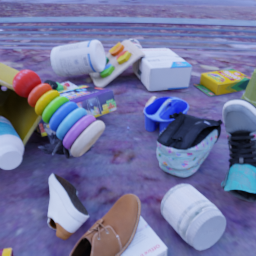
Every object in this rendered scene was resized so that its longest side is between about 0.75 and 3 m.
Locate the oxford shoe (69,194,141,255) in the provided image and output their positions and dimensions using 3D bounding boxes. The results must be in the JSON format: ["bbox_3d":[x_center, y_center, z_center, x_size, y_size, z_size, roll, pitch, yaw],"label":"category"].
[{"bbox_3d":[-0.451,2.090,5.400,0.769,0.769,2.157,12,51,36],"label":"oxford shoe"}]

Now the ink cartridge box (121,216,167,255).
[{"bbox_3d":[0.040,2.445,5.940,0.978,0.567,1.325,-20,39,-25],"label":"ink cartridge box"}]

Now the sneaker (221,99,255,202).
[{"bbox_3d":[2.814,0.791,6.845,1.140,2.727,1.647,-9,30,43],"label":"sneaker"}]

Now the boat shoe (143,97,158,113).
[{"bbox_3d":[0.858,-0.897,11.182,0.832,0.307,0.288,-51,39,-3],"label":"boat shoe"}]

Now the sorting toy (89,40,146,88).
[{"bbox_3d":[-0.743,-3.351,14.060,2.789,0.509,2.581,-34,37,3],"label":"sorting toy"}]

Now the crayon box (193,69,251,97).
[{"bbox_3d":[4.423,-2.155,13.174,2.281,0.579,1.448,-13,35,-18],"label":"crayon box"}]

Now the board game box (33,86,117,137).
[{"bbox_3d":[-2.296,-0.749,10.200,2.916,0.827,2.410,-23,22,-31],"label":"board game box"}]

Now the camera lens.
[{"bbox_3d":[1.404,1.933,6.257,0.989,0.989,1.236,-16,29,-23],"label":"camera lens"}]

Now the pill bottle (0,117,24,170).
[{"bbox_3d":[-3.522,0.439,7.810,0.958,0.958,1.728,-20,39,-28],"label":"pill bottle"}]

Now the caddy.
[{"bbox_3d":[1.392,-0.532,10.227,1.355,1.006,1.917,19,37,28],"label":"caddy"}]

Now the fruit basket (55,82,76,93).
[{"bbox_3d":[-2.924,-1.816,12.800,1.000,0.469,0.927,-20,37,-37],"label":"fruit basket"}]

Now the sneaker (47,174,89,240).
[{"bbox_3d":[-1.690,1.831,6.747,0.910,0.782,2.149,-53,27,-2],"label":"sneaker"}]

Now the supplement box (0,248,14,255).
[{"bbox_3d":[-3.055,2.907,4.516,2.392,1.320,1.024,-4,32,-7],"label":"supplement box"}]

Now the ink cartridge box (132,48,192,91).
[{"bbox_3d":[1.544,-2.948,13.783,2.040,1.196,2.786,-6,32,-14],"label":"ink cartridge box"}]

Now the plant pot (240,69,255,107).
[{"bbox_3d":[5.500,-1.606,11.447,1.587,1.507,1.587,0,32,0],"label":"plant pot"}]

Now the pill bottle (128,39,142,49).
[{"bbox_3d":[0.331,-4.912,17.201,0.889,0.889,1.607,-4,33,-6],"label":"pill bottle"}]

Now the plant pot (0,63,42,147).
[{"bbox_3d":[-4.184,-0.860,8.342,2.534,2.550,2.609,24,22,-34],"label":"plant pot"}]

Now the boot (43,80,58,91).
[{"bbox_3d":[-3.185,-1.517,11.912,1.274,0.479,0.952,36,31,-4],"label":"boot"}]

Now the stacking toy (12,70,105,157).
[{"bbox_3d":[-1.806,-0.464,6.790,2.501,1.068,1.068,41,42,3],"label":"stacking toy"}]

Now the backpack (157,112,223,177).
[{"bbox_3d":[1.728,0.465,8.374,1.726,1.309,2.068,9,31,34],"label":"backpack"}]

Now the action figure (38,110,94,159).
[{"bbox_3d":[-1.683,0.186,8.092,1.502,1.289,2.527,-7,2,-1],"label":"action figure"}]

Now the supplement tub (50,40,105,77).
[{"bbox_3d":[-2.361,-3.305,13.450,2.265,1.495,1.495,-3,31,17],"label":"supplement tub"}]
